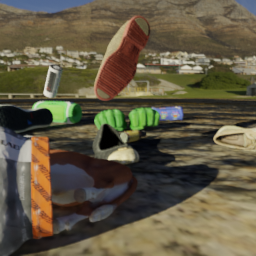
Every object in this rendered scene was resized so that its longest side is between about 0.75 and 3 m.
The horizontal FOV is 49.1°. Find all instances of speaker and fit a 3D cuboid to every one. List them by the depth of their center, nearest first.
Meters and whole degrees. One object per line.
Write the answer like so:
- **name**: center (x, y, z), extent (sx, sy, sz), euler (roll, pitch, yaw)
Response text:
- **speaker**: center (-3.116, -1.922, 11.611), extent (0.538, 1.324, 0.538), euler (18, 32, -11)
- **speaker**: center (-3.367, -0.736, 13.191), extent (2.300, 1.017, 1.017), euler (4, 9, 24)

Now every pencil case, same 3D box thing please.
- **pencil case**: center (1.945, -0.720, 14.061), extent (1.702, 0.739, 0.664), euler (-1, 39, -3)

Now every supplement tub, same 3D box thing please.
- **supplement tub**: center (-1.786, 0.634, 2.608), extent (2.080, 1.274, 1.274), euler (-4, 9, -16)

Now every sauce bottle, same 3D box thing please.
- **sauce bottle**: center (0.185, 0.245, 8.710), extent (0.338, 0.338, 1.045), euler (6, 9, 37)

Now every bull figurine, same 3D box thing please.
- **bull figurine**: center (-1.075, 0.732, 3.884), extent (2.328, 0.758, 1.414), euler (0, 12, 19)

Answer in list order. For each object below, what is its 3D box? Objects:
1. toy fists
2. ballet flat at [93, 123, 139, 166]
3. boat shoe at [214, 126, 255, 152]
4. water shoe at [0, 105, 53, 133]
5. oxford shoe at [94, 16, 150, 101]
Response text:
- **toy fists**: center (-0.034, -0.321, 10.883), extent (2.551, 0.877, 1.300), euler (-2, 0, 1)
- **ballet flat**: center (-0.396, 0.386, 6.325), extent (0.831, 0.710, 2.500), euler (-3, 9, -17)
- **boat shoe**: center (3.187, 0.317, 7.219), extent (1.898, 0.685, 0.617), euler (6, 22, 39)
- **water shoe**: center (-4.159, -0.217, 10.533), extent (1.123, 1.018, 2.846), euler (-16, -8, 33)
- **oxford shoe**: center (-0.227, -1.589, 6.645), extent (0.768, 2.180, 0.815), euler (37, -14, -29)
